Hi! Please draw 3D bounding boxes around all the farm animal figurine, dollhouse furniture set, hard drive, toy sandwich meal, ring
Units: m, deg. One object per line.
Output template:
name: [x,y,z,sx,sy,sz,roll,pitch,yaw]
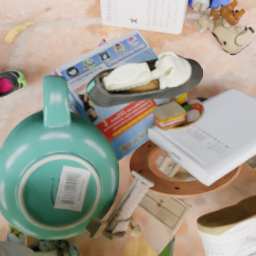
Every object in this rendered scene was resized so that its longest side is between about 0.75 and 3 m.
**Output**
farm animal figurine: [2.744,-3.608,9.251,1.262,2.027,2.511,-42,50,18]
dollhouse furniture set: [0.477,1.261,4.795,0.976,1.999,1.704,32,88,23]
hard drive: [1.972,0.018,5.946,2.605,0.342,1.718,-25,43,-25]
toy sandwich meal: [1.011,-0.345,5.752,1.106,0.379,1.106,-16,34,11]
ring: [1.183,0.728,6.031,2.326,0.223,2.326,-9,27,4]

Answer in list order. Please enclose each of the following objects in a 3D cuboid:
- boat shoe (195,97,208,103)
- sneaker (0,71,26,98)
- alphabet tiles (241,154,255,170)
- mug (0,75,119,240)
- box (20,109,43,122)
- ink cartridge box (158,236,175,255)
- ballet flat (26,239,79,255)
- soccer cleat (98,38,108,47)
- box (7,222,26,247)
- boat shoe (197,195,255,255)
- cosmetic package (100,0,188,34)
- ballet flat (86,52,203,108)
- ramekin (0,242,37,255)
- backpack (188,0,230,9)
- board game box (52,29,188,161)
boat shoe: [2.568,-0.408,7.192,1.921,0.574,0.686,26,51,23]
sneaker: [-3.590,-1.059,7.299,1.775,0.681,0.743,-18,19,10]
alphabet tiles: [2.775,0.397,6.900,1.112,0.042,1.337,-25,54,-21]
mug: [-1.308,0.639,4.783,2.085,2.538,1.569,-35,19,-7]
box: [-1.376,0.549,5.790,0.745,1.540,1.359,-33,58,-23]
ink cartridge box: [-0.049,2.699,2.746,1.016,1.982,2.682,38,96,12]
ballet flat: [-2.107,2.479,4.550,2.624,0.944,0.944,-18,52,-15]
soccer cleat: [-0.294,-2.452,8.809,1.449,0.483,0.554,17,91,22]
box: [-2.188,1.713,5.561,0.296,0.317,1.529,-5,52,-11]
boat shoe: [2.405,1.838,5.059,2.768,0.980,0.959,-5,87,-26]
cosmetic package: [0.703,-5.237,10.051,2.998,2.471,2.473,10,51,10]
ballet flat: [0.388,-0.793,4.478,2.117,0.724,0.720,-18,76,-15]
ramekin: [-1.748,2.361,2.857,2.608,2.608,1.215,-34,58,-25]
backpack: [3.284,-5.429,10.997,1.609,1.350,1.307,2,57,-3]
board game box: [-0.097,-0.807,6.742,2.482,0.693,2.430,-34,87,-25]
